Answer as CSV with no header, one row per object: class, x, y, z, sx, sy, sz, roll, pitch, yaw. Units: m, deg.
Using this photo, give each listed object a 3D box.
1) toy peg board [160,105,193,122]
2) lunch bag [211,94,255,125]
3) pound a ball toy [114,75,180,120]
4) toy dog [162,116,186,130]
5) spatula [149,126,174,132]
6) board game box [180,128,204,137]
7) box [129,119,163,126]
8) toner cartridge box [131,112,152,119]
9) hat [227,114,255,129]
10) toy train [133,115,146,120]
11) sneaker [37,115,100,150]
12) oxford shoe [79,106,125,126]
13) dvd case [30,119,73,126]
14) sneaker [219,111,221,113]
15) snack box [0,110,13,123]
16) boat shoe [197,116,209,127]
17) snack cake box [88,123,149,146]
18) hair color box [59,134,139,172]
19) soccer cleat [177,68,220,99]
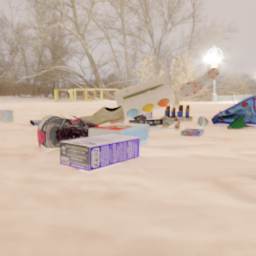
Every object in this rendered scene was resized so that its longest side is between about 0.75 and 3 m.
toy peg board,2.566,-0.807,14.715,1.605,0.785,1.599,1,6,14
lunch bag,4.920,-0.730,12.007,1.880,1.175,2.497,-19,2,-32
pound a ball toy,1.041,-1.101,12.890,2.952,1.254,1.925,-17,-33,1
toy dog,1.758,-0.183,10.790,0.989,0.652,0.476,15,-17,38
spatula,0.650,-0.007,10.558,2.043,0.164,1.421,-5,7,-36
board game box,2.122,0.146,9.217,0.606,0.154,0.895,3,7,24
box,0.761,-0.217,11.354,0.959,0.261,1.197,-4,3,-41
toner cartridge box,0.604,-0.933,16.743,1.227,0.558,2.583,0,7,-7
hat,4.393,-0.010,10.711,0.918,0.808,0.760,-44,-6,-2
toy train,0.576,-0.377,13.171,0.436,0.324,1.902,9,9,11
sneaker,-1.412,0.080,6.927,0.771,0.832,2.064,6,8,26
oxford shoe,-0.980,-0.451,9.779,1.722,0.635,0.609,-9,29,-7
dvd case,-3.392,-0.269,12.736,1.954,0.171,1.394,-3,8,-25
sneaker,5.816,-0.852,15.487,1.637,0.697,0.639,6,9,44
snack box,-6.463,-0.548,13.177,1.811,0.613,1.527,-5,7,-29
boat shoe,3.124,-0.265,11.552,0.394,0.458,1.271,2,4,7
snack cake box,-0.190,0.205,7.104,0.902,0.527,1.568,6,9,28
hair color box,-0.507,0.433,5.440,0.798,0.473,1.460,6,7,38
soccer cleat,2.930,-1.805,11.671,1.990,0.690,0.772,-33,-4,0
